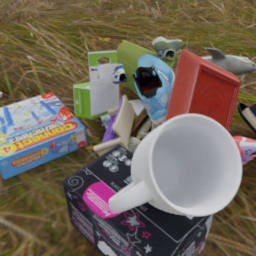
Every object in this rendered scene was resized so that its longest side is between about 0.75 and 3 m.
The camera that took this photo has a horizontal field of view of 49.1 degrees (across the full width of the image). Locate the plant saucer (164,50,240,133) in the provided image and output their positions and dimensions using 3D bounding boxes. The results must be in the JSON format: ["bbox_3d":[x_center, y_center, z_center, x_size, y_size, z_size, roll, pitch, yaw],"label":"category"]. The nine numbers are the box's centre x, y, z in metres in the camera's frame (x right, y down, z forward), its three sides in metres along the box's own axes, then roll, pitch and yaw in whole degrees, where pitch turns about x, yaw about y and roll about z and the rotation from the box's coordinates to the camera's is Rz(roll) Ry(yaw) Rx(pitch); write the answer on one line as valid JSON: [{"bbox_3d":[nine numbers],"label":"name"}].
[{"bbox_3d":[2.113,-0.460,7.569,2.619,2.624,0.482,10,5,-41],"label":"plant saucer"}]

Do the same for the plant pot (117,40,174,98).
[{"bbox_3d":[0.344,-2.291,10.787,2.025,2.132,2.132,28,38,-9],"label":"plant pot"}]

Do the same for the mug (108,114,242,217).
[{"bbox_3d":[0.577,0.832,4.840,2.046,1.794,1.510,-29,85,-18],"label":"mug"}]

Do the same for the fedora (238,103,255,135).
[{"bbox_3d":[4.534,-0.122,8.393,2.529,1.155,2.529,32,27,-19],"label":"fedora"}]

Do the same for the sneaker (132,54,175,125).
[{"bbox_3d":[0.703,-1.412,7.868,1.083,1.243,2.764,-27,40,14],"label":"sneaker"}]

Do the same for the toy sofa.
[{"bbox_3d":[-0.357,-0.015,8.050,0.841,0.991,2.030,-20,29,21],"label":"toy sofa"}]

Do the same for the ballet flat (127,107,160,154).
[{"bbox_3d":[0.383,0.213,8.418,2.354,0.798,0.851,-52,32,-15],"label":"ballet flat"}]

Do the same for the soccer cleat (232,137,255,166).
[{"bbox_3d":[3.084,0.724,7.598,0.858,2.245,0.749,-1,74,24],"label":"soccer cleat"}]

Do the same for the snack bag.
[{"bbox_3d":[-0.016,-0.341,10.154,1.995,0.226,2.116,-8,39,-19],"label":"snack bag"}]

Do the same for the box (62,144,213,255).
[{"bbox_3d":[0.164,1.949,6.214,2.795,1.603,1.847,31,46,33],"label":"box"}]

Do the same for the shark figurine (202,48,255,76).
[{"bbox_3d":[2.548,-1.802,9.631,1.853,1.294,3.101,10,-3,-35],"label":"shark figurine"}]

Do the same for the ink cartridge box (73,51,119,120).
[{"bbox_3d":[-0.996,-1.413,8.926,0.752,1.986,1.468,10,20,33],"label":"ink cartridge box"}]

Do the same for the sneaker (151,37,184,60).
[{"bbox_3d":[1.557,-2.812,10.273,1.729,0.580,0.776,-9,75,-45],"label":"sneaker"}]

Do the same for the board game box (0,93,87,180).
[{"bbox_3d":[-3.227,0.077,9.330,2.770,0.774,2.713,-23,43,-27],"label":"board game box"}]

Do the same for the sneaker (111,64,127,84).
[{"bbox_3d":[-0.275,-1.491,8.460,0.328,0.813,0.469,-14,69,-19],"label":"sneaker"}]

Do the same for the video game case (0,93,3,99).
[{"bbox_3d":[-5.833,-1.205,11.518,1.004,0.180,0.910,7,38,9],"label":"video game case"}]
